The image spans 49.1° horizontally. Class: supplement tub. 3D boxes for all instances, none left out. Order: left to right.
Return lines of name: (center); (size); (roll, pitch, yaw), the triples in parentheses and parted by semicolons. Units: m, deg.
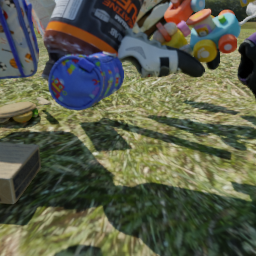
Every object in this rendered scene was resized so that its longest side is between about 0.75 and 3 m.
supplement tub: (-0.669, -2.111, 5.562); (1.552, 2.902, 1.552); (22, -1, 0)

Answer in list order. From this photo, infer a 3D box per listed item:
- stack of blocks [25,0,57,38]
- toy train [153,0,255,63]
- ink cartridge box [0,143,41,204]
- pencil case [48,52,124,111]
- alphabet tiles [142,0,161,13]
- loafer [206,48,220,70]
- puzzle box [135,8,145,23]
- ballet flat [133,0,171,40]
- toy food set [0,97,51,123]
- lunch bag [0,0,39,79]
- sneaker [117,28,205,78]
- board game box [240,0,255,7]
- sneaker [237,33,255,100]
stack of blocks: (-2.676, -3.633, 8.720); (0.705, 1.386, 2.408); (-27, 75, -14)
toy train: (1.339, -2.309, 5.661); (2.031, 0.752, 2.703); (-51, 35, -4)
ink cartridge box: (-2.658, 0.807, 5.378); (1.550, 0.582, 1.277); (2, 23, 6)
pencil case: (-0.502, -0.758, 4.133); (0.684, 0.761, 1.752); (30, 18, 0)
alphabet tiles: (0.787, -4.472, 10.732); (1.430, 1.398, 0.104); (40, 35, -5)
loafer: (2.695, -2.461, 8.930); (0.449, 1.280, 0.435); (-42, 45, -19)
puzzle box: (-1.033, -3.205, 8.545); (0.360, 2.832, 1.884); (-8, 64, -58)
ballet flat: (0.467, -3.240, 8.907); (2.651, 0.901, 0.907); (-40, 0, 8)
toy food set: (-3.461, -0.439, 8.603); (2.022, 0.406, 1.396); (-18, 22, -25)
lunch bag: (-3.423, -2.493, 7.225); (2.084, 2.601, 0.983); (-3, 47, -2)
sneaker: (0.567, -1.153, 5.173); (1.636, 0.724, 0.606); (23, -10, 3)
board game box: (1.726, -2.508, 3.723); (0.246, 1.437, 0.966); (-30, 13, -19)
sneaker: (1.980, -0.789, 4.378); (0.650, 1.485, 0.562); (-30, 38, -8)
